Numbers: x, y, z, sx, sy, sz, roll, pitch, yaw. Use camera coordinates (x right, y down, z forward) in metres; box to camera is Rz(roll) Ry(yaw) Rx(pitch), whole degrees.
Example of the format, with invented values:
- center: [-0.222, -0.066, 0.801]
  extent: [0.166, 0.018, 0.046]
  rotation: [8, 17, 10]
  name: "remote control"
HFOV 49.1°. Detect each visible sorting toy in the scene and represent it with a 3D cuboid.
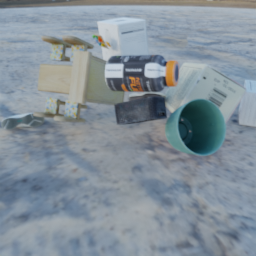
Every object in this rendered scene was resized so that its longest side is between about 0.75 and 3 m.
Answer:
- center: [-0.985, -3.053, 9.959]
  extent: [0.146, 0.602, 1.068]
  rotation: [-44, 38, -10]
  name: "sorting toy"

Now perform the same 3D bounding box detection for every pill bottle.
- center: [0.343, -1.250, 6.455]
  extent: [1.601, 0.850, 0.850]
  rotation: [4, 29, 23]
  name: "pill bottle"

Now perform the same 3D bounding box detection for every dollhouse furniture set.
- center: [-1.787, -1.441, 8.314]
  extent: [2.890, 2.533, 1.920]
  rotation: [10, 5, 29]
  name: "dollhouse furniture set"

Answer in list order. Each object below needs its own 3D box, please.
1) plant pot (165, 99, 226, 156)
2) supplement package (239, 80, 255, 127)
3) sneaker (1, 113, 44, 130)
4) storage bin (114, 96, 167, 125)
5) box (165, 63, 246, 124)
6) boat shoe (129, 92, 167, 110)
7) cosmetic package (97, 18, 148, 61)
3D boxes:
- center: [1.314, 0.034, 5.973]
  extent: [1.147, 1.147, 0.920]
  rotation: [-13, -2, -22]
  name: "plant pot"
- center: [5.110, -0.748, 9.591]
  extent: [2.283, 1.250, 1.298]
  rotation: [10, 31, 17]
  name: "supplement package"
- center: [-3.579, -0.276, 9.522]
  extent: [1.390, 0.489, 0.557]
  rotation: [-6, 14, -26]
  name: "sneaker"
- center: [0.256, -0.344, 5.785]
  extent: [0.948, 0.445, 0.641]
  rotation: [-10, -3, 31]
  name: "storage bin"
- center: [2.134, -0.949, 8.534]
  extent: [1.364, 1.601, 2.504]
  rotation: [28, 12, -8]
  name: "box"
- center: [0.600, -0.880, 9.377]
  extent: [0.631, 0.523, 1.756]
  rotation: [20, -10, -36]
  name: "boat shoe"
- center: [-0.178, -3.170, 10.979]
  extent: [1.219, 1.983, 1.977]
  rotation: [-17, 29, -21]
  name: "cosmetic package"
